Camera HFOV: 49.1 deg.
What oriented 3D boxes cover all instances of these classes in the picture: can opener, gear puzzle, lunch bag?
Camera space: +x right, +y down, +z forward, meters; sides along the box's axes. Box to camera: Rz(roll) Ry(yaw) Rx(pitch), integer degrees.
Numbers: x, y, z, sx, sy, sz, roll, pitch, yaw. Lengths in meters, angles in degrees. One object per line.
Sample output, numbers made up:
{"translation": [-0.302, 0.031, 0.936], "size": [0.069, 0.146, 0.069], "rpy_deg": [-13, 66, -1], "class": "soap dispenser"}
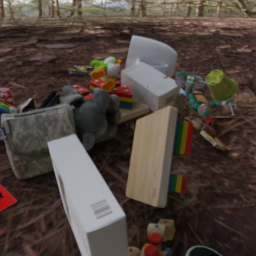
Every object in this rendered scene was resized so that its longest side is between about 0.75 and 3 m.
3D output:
{"translation": [-2.734, -0.534, 8.955], "size": [0.490, 1.547, 0.608], "rpy_deg": [51, 8, 16], "class": "can opener"}
{"translation": [2.137, -0.968, 11.967], "size": [0.164, 0.650, 1.255], "rpy_deg": [-8, 25, 41], "class": "gear puzzle"}
{"translation": [-2.598, 0.266, 8.317], "size": [2.157, 1.809, 1.503], "rpy_deg": [-14, 31, -24], "class": "lunch bag"}

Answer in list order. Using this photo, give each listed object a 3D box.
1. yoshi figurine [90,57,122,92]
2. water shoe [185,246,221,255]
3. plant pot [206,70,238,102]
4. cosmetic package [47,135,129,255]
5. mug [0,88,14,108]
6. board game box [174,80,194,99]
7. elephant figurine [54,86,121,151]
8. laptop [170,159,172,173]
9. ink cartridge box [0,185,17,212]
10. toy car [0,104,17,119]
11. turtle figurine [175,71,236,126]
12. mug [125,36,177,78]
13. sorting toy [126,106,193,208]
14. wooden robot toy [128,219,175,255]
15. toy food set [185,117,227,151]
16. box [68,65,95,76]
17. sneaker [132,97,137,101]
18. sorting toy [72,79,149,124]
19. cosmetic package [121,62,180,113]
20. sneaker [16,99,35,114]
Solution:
{"translation": [-0.974, -2.213, 11.363], "size": [1.236, 1.240, 2.207], "rpy_deg": [12, 32, 0], "class": "yoshi figurine"}
{"translation": [1.772, 2.773, 4.398], "size": [0.954, 1.053, 2.668], "rpy_deg": [-8, 29, -15], "class": "water shoe"}
{"translation": [3.497, -1.674, 10.727], "size": [0.969, 1.054, 1.054], "rpy_deg": [35, 1, -41], "class": "plant pot"}
{"translation": [-0.802, 1.643, 5.474], "size": [0.692, 2.019, 2.678], "rpy_deg": [-19, 32, -19], "class": "cosmetic package"}
{"translation": [-5.862, -1.024, 11.316], "size": [2.061, 1.375, 1.830], "rpy_deg": [-13, 32, -30], "class": "mug"}
{"translation": [1.963, -1.952, 13.939], "size": [2.561, 0.469, 1.937], "rpy_deg": [11, 30, 20], "class": "board game box"}
{"translation": [-1.857, -0.501, 9.921], "size": [2.881, 2.039, 2.235], "rpy_deg": [12, 2, 24], "class": "elephant figurine"}
{"translation": [0.861, 1.000, 7.766], "size": [0.926, 0.573, 0.989], "rpy_deg": [19, -4, 28], "class": "laptop"}
{"translation": [-3.994, 1.765, 6.628], "size": [1.281, 0.741, 2.205], "rpy_deg": [24, 35, 37], "class": "ink cartridge box"}
{"translation": [-4.412, -0.290, 9.662], "size": [0.969, 1.107, 0.830], "rpy_deg": [3, 2, -12], "class": "toy car"}
{"translation": [2.735, -1.202, 10.599], "size": [2.036, 1.369, 2.719], "rpy_deg": [31, 23, -28], "class": "turtle figurine"}
{"translation": [1.261, -3.576, 15.206], "size": [2.594, 2.184, 2.958], "rpy_deg": [12, 28, 0], "class": "mug"}
{"translation": [0.698, 0.708, 6.442], "size": [0.693, 1.992, 1.980], "rpy_deg": [12, -11, -17], "class": "sorting toy"}
{"translation": [0.268, 2.405, 5.447], "size": [0.907, 0.881, 2.000], "rpy_deg": [0, 25, 23], "class": "wooden robot toy"}
{"translation": [2.782, 0.164, 9.619], "size": [1.202, 0.298, 1.892], "rpy_deg": [25, 19, -38], "class": "toy food set"}
{"translation": [-2.795, -3.487, 17.017], "size": [1.316, 0.325, 1.051], "rpy_deg": [9, 28, 17], "class": "box"}
{"translation": [0.550, -1.508, 13.198], "size": [1.113, 0.404, 0.400], "rpy_deg": [-7, 30, -11], "class": "sneaker"}
{"translation": [-1.074, -1.204, 11.949], "size": [2.893, 1.007, 2.875], "rpy_deg": [-21, 34, -34], "class": "sorting toy"}
{"translation": [0.946, -1.849, 12.516], "size": [1.408, 1.012, 2.495], "rpy_deg": [-31, 53, -29], "class": "cosmetic package"}
{"translation": [-4.422, -0.926, 12.045], "size": [0.501, 0.467, 1.264], "rpy_deg": [2, 28, 13], "class": "sneaker"}
